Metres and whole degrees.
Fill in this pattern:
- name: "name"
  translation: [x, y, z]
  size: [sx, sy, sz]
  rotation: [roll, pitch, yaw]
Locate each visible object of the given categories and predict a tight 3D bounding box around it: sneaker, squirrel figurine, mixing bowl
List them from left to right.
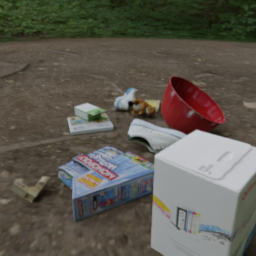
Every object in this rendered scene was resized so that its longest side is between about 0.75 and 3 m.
- name: "sneaker"
  translation: [0.139, -1.490, 15.608]
  size: [0.978, 0.846, 2.257]
  rotation: [17, 37, 21]
- name: "squirrel figurine"
  translation: [0.893, -1.036, 14.307]
  size: [1.116, 0.846, 1.196]
  rotation: [14, 22, 15]
- name: "sneaker"
  translation: [1.261, 0.566, 10.833]
  size: [2.732, 0.998, 0.967]
  rotation: [17, 65, 15]
- name: "mixing bowl"
  translation: [2.528, -0.711, 12.109]
  size: [2.898, 1.569, 2.898]
  rotation: [26, 33, -19]

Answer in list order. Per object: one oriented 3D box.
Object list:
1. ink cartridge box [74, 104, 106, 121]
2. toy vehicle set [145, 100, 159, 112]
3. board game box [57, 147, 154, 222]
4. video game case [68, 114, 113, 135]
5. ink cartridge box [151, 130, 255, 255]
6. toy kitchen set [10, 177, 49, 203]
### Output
- name: "ink cartridge box"
  translation: [-1.838, -0.717, 13.556]
  size: [0.809, 0.462, 1.559]
  rotation: [-22, 31, -39]
- name: "toy vehicle set"
  translation: [1.296, -1.251, 15.646]
  size: [0.849, 0.181, 1.367]
  rotation: [4, 24, 9]
- name: "board game box"
  translation: [-0.905, 1.523, 8.520]
  size: [2.721, 0.840, 2.723]
  rotation: [-21, 33, -40]
- name: "video game case"
  translation: [-1.812, -0.196, 13.239]
  size: [1.927, 0.221, 1.753]
  rotation: [-7, 25, -14]
- name: "ink cartridge box"
  translation: [1.759, 1.640, 6.216]
  size: [1.821, 2.518, 1.854]
  rotation: [19, 30, 36]
- name: "toy kitchen set"
  translation: [-2.837, 1.588, 8.267]
  size: [0.730, 0.661, 0.810]
  rotation: [34, 28, -7]
